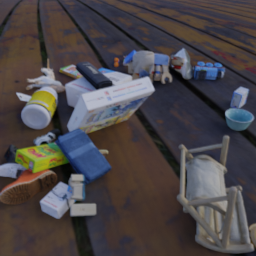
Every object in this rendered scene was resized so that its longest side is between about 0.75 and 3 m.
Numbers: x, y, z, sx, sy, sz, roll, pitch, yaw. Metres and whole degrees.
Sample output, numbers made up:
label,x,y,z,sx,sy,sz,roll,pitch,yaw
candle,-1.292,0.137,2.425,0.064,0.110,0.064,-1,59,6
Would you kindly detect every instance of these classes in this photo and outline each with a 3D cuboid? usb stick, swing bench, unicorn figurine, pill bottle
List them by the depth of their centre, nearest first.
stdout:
label,x,y,z,sx,sy,sz,roll,pitch,yaw
swing bench,2.229,1.725,7.290,1.372,2.114,2.103,-13,28,20
pill bottle,-3.638,-0.917,11.819,1.118,1.118,1.989,1,35,1
usb stick,-1.583,-2.359,12.527,0.803,0.472,2.897,-20,37,-20
unicorn figurine,-4.186,-2.343,14.254,2.706,0.999,1.859,41,39,26

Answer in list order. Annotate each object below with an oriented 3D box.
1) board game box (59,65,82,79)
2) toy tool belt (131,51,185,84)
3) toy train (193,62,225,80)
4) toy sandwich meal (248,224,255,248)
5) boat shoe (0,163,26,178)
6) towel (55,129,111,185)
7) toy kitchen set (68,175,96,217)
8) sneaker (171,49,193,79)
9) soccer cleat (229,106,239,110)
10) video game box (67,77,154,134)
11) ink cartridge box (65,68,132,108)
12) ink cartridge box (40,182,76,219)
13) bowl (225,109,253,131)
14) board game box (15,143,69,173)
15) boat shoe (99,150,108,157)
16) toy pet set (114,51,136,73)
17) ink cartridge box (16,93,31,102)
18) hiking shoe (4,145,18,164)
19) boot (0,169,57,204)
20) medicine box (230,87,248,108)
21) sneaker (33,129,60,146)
label,x,y,z,sx,sy,sz,roll,pitch,yaw
board game box,-3.058,-3.192,16.011,1.880,0.282,0.898,24,40,36
toy tool belt,1.516,-2.992,14.848,2.782,1.709,1.737,7,5,-4
toy train,4.453,-3.087,15.451,1.742,0.755,0.995,6,43,5
toy sandwich meal,3.414,2.849,7.005,0.945,0.324,0.945,8,38,-7
boat shoe,-3.625,1.411,8.999,1.204,0.426,0.417,-5,34,-10
towel,-1.466,0.895,9.183,1.058,0.460,1.894,-25,63,-35
toy kitchen set,-1.365,2.002,8.160,0.682,0.928,1.158,4,65,-17
sneaker,3.082,-3.510,16.070,1.004,0.881,2.505,-25,39,25
soccer cleat,4.737,-0.527,12.055,0.456,0.353,1.091,-33,41,6
video game box,-0.738,-0.684,10.249,2.580,2.831,0.663,-17,77,-26
ink cartridge box,-1.322,-1.731,13.047,1.898,1.096,2.600,23,40,30
ink cartridge box,-1.972,2.074,8.062,0.653,0.383,0.891,17,36,23
bowl,4.456,-0.281,11.386,1.079,0.564,1.079,0,34,0
board game box,-2.667,0.924,9.181,0.876,0.411,1.724,24,18,28
boat shoe,-1.146,1.045,9.647,0.991,0.367,0.329,-16,46,-9
toy pet set,0.198,-4.116,16.561,2.145,1.139,2.003,1,34,2
ink cartridge box,-4.510,-1.216,12.661,1.005,0.238,0.805,12,21,-42
hiking shoe,-3.844,0.992,9.657,0.668,0.502,1.326,31,0,-29
boot,-3.136,1.678,8.485,0.915,0.640,1.707,25,32,37
medicine box,5.106,-1.369,12.850,0.411,0.728,0.799,27,42,34
sneaker,-2.964,0.441,10.509,1.055,0.391,0.467,-32,46,-24
